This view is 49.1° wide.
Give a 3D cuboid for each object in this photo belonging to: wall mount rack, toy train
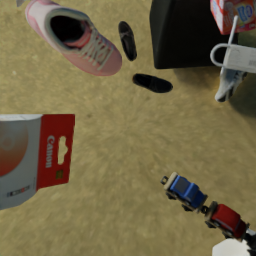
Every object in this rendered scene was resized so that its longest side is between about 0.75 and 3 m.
[{"bbox_3d":[1.991,-1.298,4.618,1.127,0.420,0.979,15,110,16],"label":"wall mount rack"},{"bbox_3d":[1.450,1.393,4.220,2.204,0.505,0.376,34,69,8],"label":"toy train"}]

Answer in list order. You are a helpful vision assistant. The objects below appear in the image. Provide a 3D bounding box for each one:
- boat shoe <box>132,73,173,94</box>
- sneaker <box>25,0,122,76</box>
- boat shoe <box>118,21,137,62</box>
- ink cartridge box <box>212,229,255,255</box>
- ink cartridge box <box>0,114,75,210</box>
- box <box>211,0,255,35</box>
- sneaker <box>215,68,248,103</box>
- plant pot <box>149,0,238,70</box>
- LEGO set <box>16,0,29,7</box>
[{"bbox_3d":[0.631,-1.156,7.251,1.093,0.340,0.408,16,93,-5],"label":"boat shoe"},{"bbox_3d":[-0.976,-1.872,6.462,1.020,2.709,1.416,-57,41,5],"label":"sneaker"},{"bbox_3d":[-0.002,-2.362,7.695,0.369,1.103,0.314,-12,31,13],"label":"boat shoe"},{"bbox_3d":[2.418,2.780,5.009,1.915,1.231,1.199,24,46,-2],"label":"ink cartridge box"},{"bbox_3d":[-1.791,0.579,5.096,1.997,1.620,0.501,-4,19,-41],"label":"ink cartridge box"},{"bbox_3d":[2.393,-2.883,6.452,0.748,0.781,1.567,-6,41,10],"label":"box"},{"bbox_3d":[3.180,-1.477,8.937,0.683,0.633,1.685,31,67,24],"label":"sneaker"},{"bbox_3d":[2.016,-3.632,8.690,2.599,2.306,2.593,-4,61,3],"label":"plant pot"},{"bbox_3d":[-2.054,-3.558,7.592,1.879,0.461,1.403,17,37,20],"label":"LEGO set"}]
